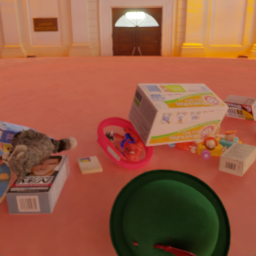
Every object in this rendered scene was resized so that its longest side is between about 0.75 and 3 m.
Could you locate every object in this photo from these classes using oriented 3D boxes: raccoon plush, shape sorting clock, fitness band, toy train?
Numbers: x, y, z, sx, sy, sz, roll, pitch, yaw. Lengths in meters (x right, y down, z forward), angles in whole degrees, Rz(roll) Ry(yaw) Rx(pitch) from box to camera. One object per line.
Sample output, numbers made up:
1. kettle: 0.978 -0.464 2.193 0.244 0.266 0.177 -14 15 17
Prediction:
1. raccoon plush: -2.025 0.545 6.655 1.843 0.892 1.235 -16 27 -20
2. shape sorting clock: -3.827 1.004 6.100 2.430 0.477 2.430 13 45 -13
3. fitness band: -0.110 0.418 8.304 1.368 0.357 1.905 -21 56 -38
4. toy train: 2.634 0.343 9.309 2.365 0.658 1.776 -6 20 -17

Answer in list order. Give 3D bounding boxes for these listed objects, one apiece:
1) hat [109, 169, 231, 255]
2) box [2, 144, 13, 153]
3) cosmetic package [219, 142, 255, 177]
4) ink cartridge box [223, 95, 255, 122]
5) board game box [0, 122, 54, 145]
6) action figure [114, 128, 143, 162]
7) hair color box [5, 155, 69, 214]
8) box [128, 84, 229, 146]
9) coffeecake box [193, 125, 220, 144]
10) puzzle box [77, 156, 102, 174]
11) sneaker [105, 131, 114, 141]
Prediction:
1. hat: 0.721 1.199 3.749 2.272 2.000 1.882 15 65 13
2. box: -3.547 0.769 8.428 0.287 0.431 1.146 -11 23 -29
3. cosmetic package: 3.163 0.871 8.041 0.668 0.472 1.291 14 23 36
4. ink cartridge box: 5.013 -0.775 12.308 0.559 1.170 1.332 -44 35 -23
5. board game box: -3.703 0.150 8.777 2.044 0.443 2.034 16 -1 -42
6. action figure: -0.040 0.461 8.750 0.658 0.832 2.545 27 10 -19
7. hair color box: -2.060 1.278 6.679 0.914 0.560 1.846 -1 18 1
8. box: 1.510 -0.465 8.609 2.535 1.285 1.426 -5 41 -26
9. coffeecake box: 2.321 -0.114 10.635 1.388 0.661 1.808 -15 24 -37
10. puzzle box: -1.112 1.058 8.047 0.573 0.110 0.862 -6 19 -16
11. sneaker: -0.689 0.309 10.077 0.324 0.302 0.752 -6 7 2
